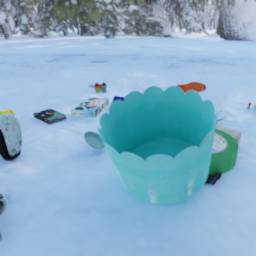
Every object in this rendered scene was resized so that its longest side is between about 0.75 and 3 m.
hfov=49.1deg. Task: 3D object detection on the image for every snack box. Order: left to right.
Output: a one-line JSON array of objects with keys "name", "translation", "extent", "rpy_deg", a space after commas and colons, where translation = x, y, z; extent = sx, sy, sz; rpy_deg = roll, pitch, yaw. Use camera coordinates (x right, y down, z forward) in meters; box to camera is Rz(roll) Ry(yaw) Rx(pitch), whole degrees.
[{"name": "snack box", "translation": [-1.822, -1.017, 13.744], "extent": [1.211, 0.387, 2.084], "rpy_deg": [2, 23, 15]}]

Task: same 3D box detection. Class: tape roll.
[{"name": "tape roll", "translation": [2.375, 0.695, 9.651], "extent": [2.633, 0.633, 2.633], "rpy_deg": [0, 24, 0]}]

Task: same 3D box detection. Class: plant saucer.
[{"name": "plant saucer", "translation": [-1.212, 0.486, 10.087], "extent": [0.903, 0.162, 0.903], "rpy_deg": [28, 26, -15]}]

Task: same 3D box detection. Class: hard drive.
[{"name": "hard drive", "translation": [-3.611, -0.527, 12.914], "extent": [1.344, 0.254, 0.939], "rpy_deg": [19, 30, 38]}]

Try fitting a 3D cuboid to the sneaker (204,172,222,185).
[{"name": "sneaker", "translation": [2.482, 1.471, 8.379], "extent": [0.394, 0.227, 0.756], "rpy_deg": [23, 36, 33]}]

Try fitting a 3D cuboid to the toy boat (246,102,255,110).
[{"name": "toy boat", "translation": [6.382, -1.041, 14.042], "extent": [0.811, 0.377, 0.682], "rpy_deg": [10, 29, 4]}]

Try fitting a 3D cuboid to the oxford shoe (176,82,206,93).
[{"name": "oxford shoe", "translation": [2.853, -1.817, 12.776], "extent": [1.434, 0.511, 0.523], "rpy_deg": [2, 3, 24]}]

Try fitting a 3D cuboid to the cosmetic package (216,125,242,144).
[{"name": "cosmetic package", "translation": [3.542, 0.265, 10.800], "extent": [0.712, 0.503, 1.376], "rpy_deg": [-20, 29, -38]}]

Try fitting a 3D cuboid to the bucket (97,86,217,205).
[{"name": "bucket", "translation": [0.861, 0.425, 7.706], "extent": [3.082, 2.005, 3.082], "rpy_deg": [-8, 39, 6]}]

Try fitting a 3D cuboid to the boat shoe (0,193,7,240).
[{"name": "boat shoe", "translation": [-3.354, 1.868, 6.763], "extent": [0.777, 0.823, 2.294], "rpy_deg": [-10, 28, -20]}]

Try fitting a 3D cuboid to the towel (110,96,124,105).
[{"name": "towel", "translation": [-0.152, -1.175, 14.110], "extent": [1.386, 0.343, 1.023], "rpy_deg": [9, 38, 6]}]

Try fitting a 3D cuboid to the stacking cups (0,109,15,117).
[{"name": "stacking cups", "translation": [-5.713, -0.337, 10.884], "extent": [0.747, 0.747, 2.470], "rpy_deg": [17, 15, 34]}]

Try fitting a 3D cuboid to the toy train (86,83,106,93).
[{"name": "toy train", "translation": [-1.896, -2.338, 16.851], "extent": [1.226, 0.519, 0.710], "rpy_deg": [-4, 37, -8]}]

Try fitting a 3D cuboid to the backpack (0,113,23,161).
[{"name": "backpack", "translation": [-4.108, 0.241, 9.308], "extent": [1.218, 1.460, 0.924], "rpy_deg": [25, 42, 18]}]

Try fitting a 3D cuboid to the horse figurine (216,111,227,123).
[{"name": "horse figurine", "translation": [3.632, -0.569, 12.709], "extent": [1.071, 0.403, 1.616], "rpy_deg": [-29, 41, -18]}]
